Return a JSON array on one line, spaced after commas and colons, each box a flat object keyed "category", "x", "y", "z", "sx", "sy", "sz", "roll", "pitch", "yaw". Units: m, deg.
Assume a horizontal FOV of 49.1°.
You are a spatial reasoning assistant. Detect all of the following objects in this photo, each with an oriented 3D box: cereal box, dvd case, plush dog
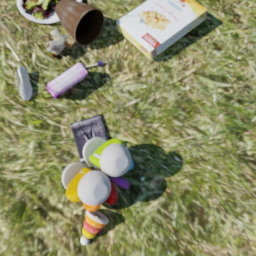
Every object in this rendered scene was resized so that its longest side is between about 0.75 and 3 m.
[{"category": "cereal box", "x": 1.294, "y": -4.228, "z": 11.050, "sx": 2.930, "sy": 0.579, "sz": 2.108, "roll": -39, "pitch": 67, "yaw": -12}, {"category": "dvd case", "x": -1.271, "y": 0.369, "z": 9.624, "sx": 1.125, "sy": 0.121, "sz": 1.513, "roll": -18, "pitch": 69, "yaw": -7}, {"category": "plush dog", "x": -2.694, "y": -3.133, "z": 10.666, "sx": 0.795, "sy": 0.851, "sz": 0.991, "roll": 17, "pitch": 69, "yaw": -25}]

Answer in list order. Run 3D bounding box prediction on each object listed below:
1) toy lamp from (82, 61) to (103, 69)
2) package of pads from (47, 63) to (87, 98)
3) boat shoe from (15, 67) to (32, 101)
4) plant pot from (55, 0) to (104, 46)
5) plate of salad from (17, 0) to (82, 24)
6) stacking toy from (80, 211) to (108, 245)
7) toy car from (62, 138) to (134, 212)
[{"category": "toy lamp", "x": -1.345, "y": -2.388, "z": 10.676, "sx": 0.776, "sy": 0.226, "sz": 0.226, "roll": -15, "pitch": 69, "yaw": -6}, {"category": "package of pads", "x": -2.181, "y": -1.686, "z": 10.018, "sx": 1.442, "sy": 0.869, "sz": 0.546, "roll": -38, "pitch": 98, "yaw": -15}, {"category": "boat shoe", "x": -3.853, "y": -1.573, "z": 10.257, "sx": 0.388, "sy": 0.464, "sz": 1.298, "roll": -22, "pitch": 75, "yaw": 36}, {"category": "plant pot", "x": -2.015, "y": -4.228, "z": 10.785, "sx": 1.596, "sy": 1.491, "sz": 1.491, "roll": 40, "pitch": 73, "yaw": 19}, {"category": "plate of salad", "x": -3.309, "y": -5.532, "z": 11.700, "sx": 2.741, "sy": 0.658, "sz": 2.741, "roll": 0, "pitch": 69, "yaw": 0}, {"category": "stacking toy", "x": -1.107, "y": 3.037, "z": 8.377, "sx": 0.741, "sy": 0.741, "sz": 1.015, "roll": 26, "pitch": 89, "yaw": 10}, {"category": "toy car", "x": -0.723, "y": 1.455, "z": 8.434, "sx": 1.709, "sy": 1.995, "sz": 2.280, "roll": 46, "pitch": 72, "yaw": -26}]
